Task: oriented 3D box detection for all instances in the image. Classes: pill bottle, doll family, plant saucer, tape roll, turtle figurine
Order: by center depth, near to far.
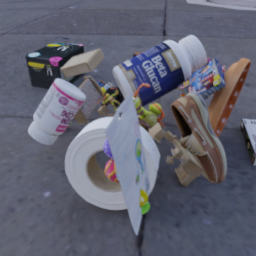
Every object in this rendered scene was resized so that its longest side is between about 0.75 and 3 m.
[{"bbox_3d":[-0.367,0.879,6.851,2.231,2.231,0.780,6,22,9],"label":"tape roll"},{"bbox_3d":[0.393,0.046,7.975,0.805,2.500,2.016,36,82,29],"label":"turtle figurine"},{"bbox_3d":[-2.076,-0.431,8.054,0.989,1.745,0.989,33,13,-9],"label":"pill bottle"},{"bbox_3d":[-0.513,-0.798,8.436,0.757,0.610,0.244,-43,6,-18],"label":"turtle figurine"},{"bbox_3d":[3.002,-0.754,8.817,0.477,2.957,2.957,26,41,22],"label":"plant saucer"},{"bbox_3d":[1.020,-1.813,8.893,2.734,1.519,1.519,-28,38,-3],"label":"pill bottle"},{"bbox_3d":[-0.192,-1.125,10.299,0.773,0.773,1.382,29,19,36],"label":"pill bottle"},{"bbox_3d":[2.655,-1.725,10.738,2.231,1.006,1.385,-18,45,-5],"label":"doll family"},{"bbox_3d":[-1.210,-1.398,10.945,1.668,0.752,1.035,27,63,36],"label":"doll family"}]

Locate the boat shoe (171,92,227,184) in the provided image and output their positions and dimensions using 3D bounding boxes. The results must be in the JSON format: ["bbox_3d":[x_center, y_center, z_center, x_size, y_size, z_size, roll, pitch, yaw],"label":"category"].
[{"bbox_3d":[1.519,0.279,6.287,0.756,0.798,2.106,-18,82,-17],"label":"boat shoe"}]

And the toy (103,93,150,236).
[{"bbox_3d":[-0.088,0.704,5.326,0.556,2.357,1.357,-5,30,21],"label":"toy"}]

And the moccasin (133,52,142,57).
[{"bbox_3d":[1.000,-3.674,15.347,0.821,0.777,2.126,-19,28,-13],"label":"moccasin"}]

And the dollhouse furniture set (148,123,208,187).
[{"bbox_3d":[1.234,0.869,7.316,1.990,0.881,1.031,35,20,-32],"label":"dollhouse furniture set"}]

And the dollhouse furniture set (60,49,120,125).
[{"bbox_3d":[-1.008,-0.880,9.059,1.216,2.747,1.424,-4,40,37],"label":"dollhouse furniture set"}]

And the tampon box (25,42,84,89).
[{"bbox_3d":[-3.434,-3.075,13.678,1.799,1.516,2.401,11,35,16],"label":"tampon box"}]

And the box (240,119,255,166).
[{"bbox_3d":[4.603,0.462,9.392,1.200,0.379,2.181,5,34,7],"label":"box"}]

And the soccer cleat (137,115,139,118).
[{"bbox_3d":[0.293,-0.246,9.985,0.349,0.432,1.000,-22,29,46],"label":"soccer cleat"}]

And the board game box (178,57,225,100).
[{"bbox_3d":[2.015,-1.169,7.790,1.292,0.399,1.293,-32,31,31],"label":"board game box"}]

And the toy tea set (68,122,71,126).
[{"bbox_3d":[-2.687,-0.353,10.219,1.195,0.442,0.710,5,-10,12],"label":"toy tea set"}]
